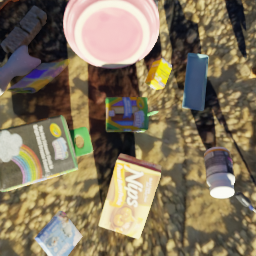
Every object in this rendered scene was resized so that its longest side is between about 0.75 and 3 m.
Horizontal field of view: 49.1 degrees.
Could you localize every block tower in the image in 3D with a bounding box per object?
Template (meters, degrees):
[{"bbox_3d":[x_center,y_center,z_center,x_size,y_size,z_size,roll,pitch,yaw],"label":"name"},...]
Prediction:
[{"bbox_3d":[-3.306,-3.085,9.009,0.496,0.464,1.717,33,75,1],"label":"block tower"}]

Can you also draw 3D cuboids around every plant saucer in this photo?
[{"bbox_3d":[2.084,-1.430,8.702,0.660,0.179,1.888,9,73,1],"label":"plant saucer"},{"bbox_3d":[-0.431,-2.614,7.595,2.616,2.616,0.663,-3,49,-1],"label":"plant saucer"}]

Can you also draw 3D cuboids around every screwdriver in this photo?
[{"bbox_3d":[3.414,2.276,7.503,0.223,0.214,1.531,-43,97,-9],"label":"screwdriver"}]

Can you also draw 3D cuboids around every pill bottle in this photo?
[{"bbox_3d":[2.464,1.191,7.548,0.723,0.723,1.242,5,51,1],"label":"pill bottle"}]

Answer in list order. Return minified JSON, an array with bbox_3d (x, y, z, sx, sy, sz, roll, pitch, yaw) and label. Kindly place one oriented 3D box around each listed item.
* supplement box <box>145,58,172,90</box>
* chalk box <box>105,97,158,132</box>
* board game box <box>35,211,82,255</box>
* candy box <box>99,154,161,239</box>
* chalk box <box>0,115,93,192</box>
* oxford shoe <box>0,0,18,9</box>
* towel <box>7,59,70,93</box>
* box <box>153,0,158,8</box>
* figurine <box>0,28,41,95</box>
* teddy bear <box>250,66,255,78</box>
[{"bbox_3d":[0.938,-1.657,8.609,0.446,0.449,0.820,30,74,-28],"label":"supplement box"},{"bbox_3d":[0.106,-0.352,7.972,1.475,0.921,0.914,0,84,-3],"label":"chalk box"},{"bbox_3d":[-1.671,2.671,6.843,0.883,0.192,0.887,59,42,-15],"label":"board game box"},{"bbox_3d":[0.043,1.764,7.255,1.128,0.541,1.955,17,105,3],"label":"candy box"},{"bbox_3d":[-2.152,0.608,7.352,2.337,1.448,1.459,-14,84,-16],"label":"chalk box"},{"bbox_3d":[-4.567,-4.427,9.143,2.844,1.037,1.014,-40,78,-10],"label":"oxford shoe"},{"bbox_3d":[-2.573,-1.503,8.130,1.225,0.194,1.706,4,41,35],"label":"towel"},{"bbox_3d":[-0.244,-3.638,8.924,1.948,1.016,1.442,-38,79,-9],"label":"box"},{"bbox_3d":[-4.305,-1.997,8.456,2.579,1.110,2.516,40,68,9],"label":"figurine"},{"bbox_3d":[4.209,-1.635,8.174,0.504,1.510,1.095,43,81,-24],"label":"teddy bear"}]
